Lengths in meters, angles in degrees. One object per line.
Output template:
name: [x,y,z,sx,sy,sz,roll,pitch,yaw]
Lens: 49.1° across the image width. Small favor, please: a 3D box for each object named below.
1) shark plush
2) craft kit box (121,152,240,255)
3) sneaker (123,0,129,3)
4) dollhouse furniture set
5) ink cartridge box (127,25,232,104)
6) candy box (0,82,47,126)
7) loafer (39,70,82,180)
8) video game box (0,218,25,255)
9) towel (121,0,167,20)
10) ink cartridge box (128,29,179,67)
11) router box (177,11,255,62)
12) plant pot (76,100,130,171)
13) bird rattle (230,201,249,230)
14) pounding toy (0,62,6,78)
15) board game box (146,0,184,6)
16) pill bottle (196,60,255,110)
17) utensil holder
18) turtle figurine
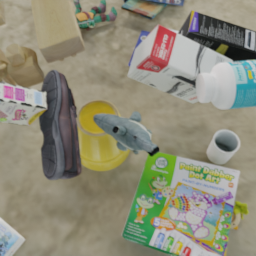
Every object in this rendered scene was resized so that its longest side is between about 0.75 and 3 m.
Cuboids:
shark plush: [-0.053,0.220,5.741,0.963,0.882,2.119,-57,31,12]
craft kit box: [1.472,2.112,7.641,2.627,0.637,2.595,11,60,18]
sneaker: [0.107,-5.758,12.618,0.765,0.268,0.298,-32,97,-28]
dollhouse furniture set: [-2.492,-1.996,7.593,2.773,2.260,2.637,-20,59,1]
ink cartridge box: [1.201,-1.410,6.714,2.004,1.446,0.839,19,78,-16]
candy box: [-2.372,-0.454,5.366,1.342,0.915,0.409,8,63,-40]
loafer: [-1.369,-0.058,5.788,0.713,0.814,2.265,10,69,-45]
video game box: [-4.338,3.117,7.365,2.339,0.548,2.131,32,68,17]
towel: [0.794,-5.381,12.142,1.506,0.223,2.054,24,50,13]
ink cartridge box: [1.291,-3.046,10.941,2.147,0.465,2.108,15,62,7]
router box: [2.072,-1.812,7.581,1.974,2.511,0.656,15,70,-8]
plant pot: [-0.826,0.135,8.377,1.859,1.749,1.859,0,61,-1]
bird rattle: [2.701,2.303,7.752,1.135,0.639,0.925,13,61,14]
pounding toy: [-3.092,-1.083,5.999,1.100,0.573,1.252,-5,40,-4]
board game box: [1.357,-6.126,12.461,2.288,0.396,1.550,10,49,1]
pill bottle: [2.282,-0.869,5.653,1.703,0.943,0.943,-6,60,-4]
utensil holder: [2.869,0.614,8.570,0.788,0.928,0.788,0,60,-1]
turtle figurine: [-1.710,-4.590,11.409,2.357,1.186,1.764,-27,79,-32]
